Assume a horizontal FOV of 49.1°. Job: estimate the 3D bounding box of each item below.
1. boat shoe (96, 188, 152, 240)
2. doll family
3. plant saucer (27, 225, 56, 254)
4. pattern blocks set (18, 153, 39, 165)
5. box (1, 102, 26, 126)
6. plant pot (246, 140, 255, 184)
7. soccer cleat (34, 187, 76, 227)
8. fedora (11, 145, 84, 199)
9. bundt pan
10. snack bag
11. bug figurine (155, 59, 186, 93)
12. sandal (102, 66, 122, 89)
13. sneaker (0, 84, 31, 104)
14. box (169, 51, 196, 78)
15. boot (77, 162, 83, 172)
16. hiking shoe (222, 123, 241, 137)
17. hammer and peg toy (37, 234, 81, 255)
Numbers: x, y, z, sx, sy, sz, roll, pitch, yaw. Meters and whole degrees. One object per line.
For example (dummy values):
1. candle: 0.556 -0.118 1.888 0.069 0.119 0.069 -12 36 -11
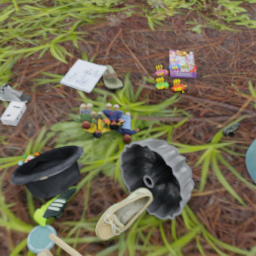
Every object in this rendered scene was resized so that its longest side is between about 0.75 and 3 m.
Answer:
1. boat shoe: -0.123 2.521 8.095 1.997 0.628 0.728 -36 87 -3
2. doll family: -0.791 -0.131 10.845 2.506 0.983 1.449 -3 44 -7
3. plant saucer: -2.596 3.303 8.386 0.866 0.119 0.866 0 48 1
4. pattern blocks set: -3.478 1.250 10.197 0.922 0.075 0.811 19 52 16
5. box: -4.751 -0.604 11.654 0.610 0.314 1.046 6 50 6
6. plant pot: 5.731 0.826 9.313 2.945 1.983 2.945 0 49 0
7. soccer cleat: -2.224 2.482 8.907 1.578 0.533 0.639 -35 84 -33
8. fedora: -2.446 1.502 9.080 2.410 1.100 2.410 -16 18 5
9. bundt pan: 0.920 1.424 8.567 0.960 2.557 2.557 -28 53 -37
10. snack bag: -2.104 -2.501 13.296 1.641 0.186 1.740 18 58 16
11. bug figurine: 1.931 -2.311 12.940 1.380 0.458 1.779 -5 63 6
12. sandal: -0.838 -2.418 13.093 0.732 0.526 1.843 -17 51 -15
13. sneaker: -4.992 -1.516 12.104 1.441 0.832 0.541 5 49 5
14. box: 2.676 -3.164 13.855 1.212 0.346 1.771 2 49 2
15. boot: -2.050 1.412 9.980 0.787 0.275 0.518 13 43 3
16. hiking shoe: 4.145 0.110 11.070 0.802 0.304 0.404 -25 57 -7
17. hammer and peg toy: -2.050 4.056 7.254 1.782 0.854 2.422 36 58 29
